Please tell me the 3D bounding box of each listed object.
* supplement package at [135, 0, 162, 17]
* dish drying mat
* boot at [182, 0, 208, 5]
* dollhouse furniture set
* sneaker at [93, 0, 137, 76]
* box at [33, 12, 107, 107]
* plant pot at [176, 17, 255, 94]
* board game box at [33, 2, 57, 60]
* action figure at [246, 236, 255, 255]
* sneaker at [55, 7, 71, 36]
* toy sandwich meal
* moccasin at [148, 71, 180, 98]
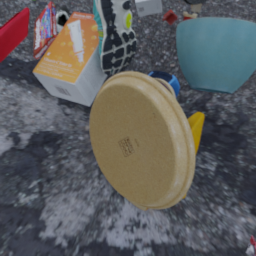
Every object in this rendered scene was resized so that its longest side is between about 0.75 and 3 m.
[{"bbox_3d":[0.622,-4.658,9.311,0.822,0.853,1.500,-7,79,9],"label":"supplement package"},{"bbox_3d":[-3.101,-1.902,6.650,0.227,0.958,2.493,27,53,-5],"label":"dish drying mat"},{"bbox_3d":[1.638,-3.445,6.936,1.714,0.598,1.128,-37,27,-23],"label":"boot"},{"bbox_3d":[1.878,-4.401,9.524,1.380,2.565,1.043,12,43,0],"label":"dollhouse furniture set"},{"bbox_3d":[-0.399,-2.565,7.135,1.007,2.598,1.035,-18,45,-19],"label":"sneaker"},{"bbox_3d":[-1.348,-2.021,8.113,1.462,1.145,2.350,17,68,23],"label":"box"},{"bbox_3d":[2.138,-1.603,6.763,2.133,2.133,1.437,9,96,7],"label":"plant pot"},{"bbox_3d":[-3.507,-4.122,11.740,1.307,0.247,2.540,-36,48,28],"label":"board game box"},{"bbox_3d":[2.888,3.366,5.887,1.394,1.549,2.081,-6,67,3],"label":"action figure"},{"bbox_3d":[-2.788,-4.709,12.141,0.783,0.935,2.113,17,53,-23],"label":"sneaker"},{"bbox_3d":[0.300,0.295,5.235,0.955,2.790,2.790,-18,52,-40],"label":"toy sandwich meal"},{"bbox_3d":[0.133,-0.278,6.778,2.632,1.059,0.897,-45,55,-9],"label":"moccasin"}]
